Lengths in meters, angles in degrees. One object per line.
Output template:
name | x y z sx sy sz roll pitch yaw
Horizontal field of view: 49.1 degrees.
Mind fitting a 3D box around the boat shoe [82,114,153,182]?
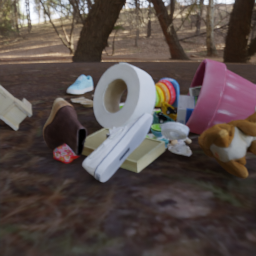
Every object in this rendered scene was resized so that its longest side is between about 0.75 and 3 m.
boat shoe | -0.252 0.344 7.844 0.825 0.929 2.525 31 55 22

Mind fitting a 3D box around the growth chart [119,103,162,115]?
growth chart | 0.227 -0.926 14.606 2.153 0.264 2.976 -18 24 -42

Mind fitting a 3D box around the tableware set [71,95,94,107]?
tableware set | -2.001 -1.617 16.647 2.282 0.317 2.731 -9 19 -27

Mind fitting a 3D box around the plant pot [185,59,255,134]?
plant pot | 3.757 -0.933 10.944 2.604 2.910 2.910 17 19 1

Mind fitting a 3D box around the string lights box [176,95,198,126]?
string lights box | 3.293 -0.649 11.228 2.586 0.762 1.329 5 33 10

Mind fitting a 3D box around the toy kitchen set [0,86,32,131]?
toy kitchen set | -5.749 -0.898 12.021 1.945 2.385 2.151 -44 25 -2

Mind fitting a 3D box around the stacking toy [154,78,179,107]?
stacking toy | 1.318 -1.666 15.288 2.796 1.534 1.622 -19 26 -27

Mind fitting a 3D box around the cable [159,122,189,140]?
cable | 1.395 0.103 8.397 0.811 0.281 0.811 26 -25 -20

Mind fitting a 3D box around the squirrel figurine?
squirrel figurine | 3.252 0.154 8.219 2.036 1.544 2.182 -36 8 -10

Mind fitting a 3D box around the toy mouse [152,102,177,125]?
toy mouse | 1.176 -0.672 12.200 2.649 0.513 2.354 46 34 22

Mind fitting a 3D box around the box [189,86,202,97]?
box | 2.917 -1.504 11.324 0.829 0.341 0.284 -13 13 -5

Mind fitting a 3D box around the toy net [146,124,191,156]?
toy net | 1.295 0.413 9.605 1.097 0.404 2.092 -9 23 -30

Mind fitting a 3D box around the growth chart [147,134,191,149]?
growth chart | 1.110 0.434 10.382 2.368 0.210 1.713 -6 20 -16

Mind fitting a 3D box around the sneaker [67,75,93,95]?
sneaker | -3.473 -3.114 19.911 1.082 1.200 2.928 4 18 17

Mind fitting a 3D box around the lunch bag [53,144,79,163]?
lunch bag | -1.888 0.803 8.911 0.730 0.339 0.828 16 24 24

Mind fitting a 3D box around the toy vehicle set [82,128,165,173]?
toy vehicle set | -0.288 0.633 9.213 2.572 0.341 1.598 13 28 35

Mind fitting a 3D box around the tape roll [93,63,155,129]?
tape roll | -0.203 -1.179 11.160 0.934 2.669 2.669 13 4 -44

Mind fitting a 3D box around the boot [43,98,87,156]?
boot | -1.951 0.318 8.592 0.760 2.101 1.748 -10 43 -34
